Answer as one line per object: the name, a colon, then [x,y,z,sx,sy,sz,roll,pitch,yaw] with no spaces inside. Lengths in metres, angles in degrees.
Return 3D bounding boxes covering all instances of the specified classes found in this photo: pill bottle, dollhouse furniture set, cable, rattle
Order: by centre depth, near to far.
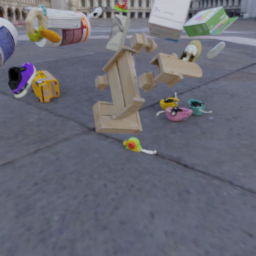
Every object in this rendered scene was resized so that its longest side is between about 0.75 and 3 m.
dollhouse furniture set: [0.283,-0.935,6.085,1.136,1.331,2.567,3,-24,-34]
rattle: [-2.180,-2.925,7.761,0.981,0.894,1.373,-5,35,19]
pill bottle: [-4.177,-2.483,8.420,1.290,1.290,2.229,0,36,0]
cable: [-2.379,-3.635,9.359,1.636,0.566,1.636,8,22,4]
pill bottle: [-2.617,-3.832,10.973,1.192,1.192,2.088,20,33,37]

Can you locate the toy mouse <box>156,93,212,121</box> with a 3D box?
toy mouse: [2.304,-0.698,11.408,2.306,0.502,2.595,17,30,34]

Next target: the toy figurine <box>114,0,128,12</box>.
toy figurine: [-0.249,-6.016,13.415,0.751,0.691,0.564,22,46,0]

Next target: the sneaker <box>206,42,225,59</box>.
sneaker: [3.743,-3.287,11.906,0.884,0.327,0.362,-35,7,31]

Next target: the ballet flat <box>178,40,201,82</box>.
ballet flat: [2.499,-2.938,11.935,0.736,2.084,0.736,31,-3,2]

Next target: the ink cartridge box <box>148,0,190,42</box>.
ink cartridge box: [1.486,-4.067,10.334,1.229,1.207,1.669,15,4,3]

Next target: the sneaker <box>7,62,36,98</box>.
sneaker: [-3.275,-1.652,8.520,0.499,0.713,1.435,-11,49,14]

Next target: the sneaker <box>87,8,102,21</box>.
sneaker: [-1.383,-5.038,12.339,0.386,0.334,0.890,-3,43,48]

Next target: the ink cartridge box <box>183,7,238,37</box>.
ink cartridge box: [2.384,-3.127,8.279,0.771,0.441,1.486,-42,26,-8]

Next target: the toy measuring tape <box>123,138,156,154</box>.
toy measuring tape: [0.349,0.546,8.839,1.120,0.412,0.412,11,27,22]

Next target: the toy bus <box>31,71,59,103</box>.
toy bus: [-4.223,-2.120,14.041,1.111,0.924,2.838,-11,26,-25]

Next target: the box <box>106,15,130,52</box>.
box: [-0.444,-4.179,12.491,0.628,1.528,0.522,19,11,17]
